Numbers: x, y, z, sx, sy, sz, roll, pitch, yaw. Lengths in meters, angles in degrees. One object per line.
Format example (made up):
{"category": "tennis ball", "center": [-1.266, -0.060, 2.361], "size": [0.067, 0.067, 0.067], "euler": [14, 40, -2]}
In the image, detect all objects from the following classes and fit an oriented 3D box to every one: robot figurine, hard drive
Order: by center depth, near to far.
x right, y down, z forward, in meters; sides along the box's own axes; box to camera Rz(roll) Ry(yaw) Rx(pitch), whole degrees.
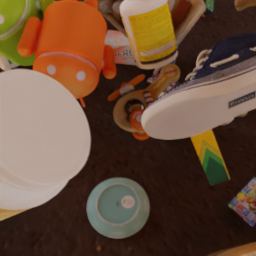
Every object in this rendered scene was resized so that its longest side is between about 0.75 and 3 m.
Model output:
{"category": "robot figurine", "center": [-1.235, -1.711, 6.179], "size": [1.452, 1.791, 2.490], "euler": [-2, 72, 31]}
{"category": "robot figurine", "center": [-2.929, -2.674, 7.094], "size": [2.524, 2.877, 1.664], "euler": [-14, 75, 9]}
{"category": "hard drive", "center": [2.183, -4.840, 9.527], "size": [2.025, 0.383, 1.415], "euler": [8, 83, -35]}

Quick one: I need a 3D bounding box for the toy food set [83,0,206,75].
{"category": "toy food set", "center": [0.249, -3.011, 7.032], "size": [2.862, 2.054, 0.865], "euler": [45, 42, 6]}

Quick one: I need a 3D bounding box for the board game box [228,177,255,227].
{"category": "board game box", "center": [3.228, 1.880, 7.208], "size": [1.113, 0.192, 0.753], "euler": [-34, 60, -23]}

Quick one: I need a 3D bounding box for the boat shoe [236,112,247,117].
{"category": "boat shoe", "center": [3.533, -1.583, 9.415], "size": [0.927, 0.870, 2.575], "euler": [-2, 53, -1]}

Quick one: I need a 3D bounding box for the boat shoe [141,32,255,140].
{"category": "boat shoe", "center": [1.356, -0.748, 4.770], "size": [2.626, 0.980, 1.218], "euler": [-18, 50, -3]}

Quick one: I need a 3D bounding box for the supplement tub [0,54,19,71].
{"category": "supplement tub", "center": [-4.059, -2.967, 10.241], "size": [1.707, 1.235, 1.235], "euler": [-36, 61, -25]}

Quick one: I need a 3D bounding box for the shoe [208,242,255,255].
{"category": "shoe", "center": [1.828, 3.086, 5.889], "size": [2.763, 0.966, 0.738], "euler": [-16, 65, -6]}

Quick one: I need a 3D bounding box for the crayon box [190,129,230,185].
{"category": "crayon box", "center": [1.540, 0.190, 5.821], "size": [0.439, 1.703, 1.071], "euler": [-21, 25, 13]}

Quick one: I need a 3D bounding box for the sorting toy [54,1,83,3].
{"category": "sorting toy", "center": [-2.543, -4.345, 11.344], "size": [1.676, 1.145, 2.790], "euler": [38, 62, 25]}

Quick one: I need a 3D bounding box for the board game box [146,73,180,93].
{"category": "board game box", "center": [1.238, -1.565, 9.870], "size": [1.045, 0.169, 0.627], "euler": [30, 54, 21]}

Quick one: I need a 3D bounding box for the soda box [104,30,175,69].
{"category": "soda box", "center": [0.442, -2.910, 10.440], "size": [2.699, 0.858, 0.923], "euler": [8, 53, 7]}

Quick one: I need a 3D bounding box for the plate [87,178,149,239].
{"category": "plate", "center": [-0.257, 1.961, 7.143], "size": [1.618, 0.207, 1.618], "euler": [0, 52, 1]}

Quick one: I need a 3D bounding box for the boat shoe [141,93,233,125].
{"category": "boat shoe", "center": [1.689, -0.383, 8.496], "size": [2.844, 1.024, 0.974], "euler": [14, 70, 6]}

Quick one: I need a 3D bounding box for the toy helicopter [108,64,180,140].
{"category": "toy helicopter", "center": [0.440, -0.840, 6.930], "size": [1.398, 0.834, 2.114], "euler": [39, 77, 18]}

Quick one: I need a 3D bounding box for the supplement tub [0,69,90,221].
{"category": "supplement tub", "center": [-2.189, 0.472, 4.716], "size": [2.830, 2.047, 2.047], "euler": [-28, 48, 36]}

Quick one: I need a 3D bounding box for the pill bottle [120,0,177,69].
{"category": "pill bottle", "center": [0.397, -2.218, 5.822], "size": [0.987, 1.774, 0.987], "euler": [-14, 34, 9]}

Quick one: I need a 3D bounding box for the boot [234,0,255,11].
{"category": "boot", "center": [2.748, -3.906, 7.050], "size": [0.572, 1.730, 1.515], "euler": [-37, 13, 7]}

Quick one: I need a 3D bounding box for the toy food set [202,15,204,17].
{"category": "toy food set", "center": [3.100, -5.263, 12.632], "size": [0.818, 0.368, 0.390], "euler": [18, 67, 35]}
